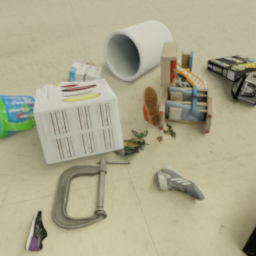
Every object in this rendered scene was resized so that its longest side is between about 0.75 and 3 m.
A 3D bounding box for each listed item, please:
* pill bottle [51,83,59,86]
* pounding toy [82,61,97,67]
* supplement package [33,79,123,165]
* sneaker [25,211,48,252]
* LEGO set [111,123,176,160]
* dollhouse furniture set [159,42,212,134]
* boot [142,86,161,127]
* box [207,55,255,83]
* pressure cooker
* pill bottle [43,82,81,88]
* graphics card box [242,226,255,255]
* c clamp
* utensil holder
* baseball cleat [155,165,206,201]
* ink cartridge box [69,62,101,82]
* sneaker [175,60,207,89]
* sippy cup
[{"bbox_3d":[-3.189,-1.818,13.567,1.048,0.599,0.599,9,42,10],"label":"pill bottle"},{"bbox_3d":[-1.965,-3.224,14.891,1.045,0.918,0.478,7,35,8],"label":"pounding toy"},{"bbox_3d":[-1.870,-0.381,10.423,2.734,2.010,2.614,-11,27,-12],"label":"supplement package"},{"bbox_3d":[-2.599,3.037,8.242,0.522,0.451,1.192,7,48,-6],"label":"sneaker"},{"bbox_3d":[0.578,0.624,10.558,2.542,0.720,1.651,-8,27,17],"label":"LEGO set"},{"bbox_3d":[2.370,-1.575,11.326,2.112,2.997,2.100,4,44,11],"label":"dollhouse furniture set"},{"bbox_3d":[0.754,-0.852,10.696,0.578,1.541,0.826,-19,21,-20],"label":"boot"},{"bbox_3d":[5.704,-3.142,14.662,2.078,0.633,2.579,-11,28,-13],"label":"box"},{"bbox_3d":[5.535,-1.759,13.027,1.377,1.230,1.211,26,58,21],"label":"pressure cooker"},{"bbox_3d":[-2.572,-1.400,12.552,2.281,1.304,1.304,0,41,1],"label":"pill bottle"},{"bbox_3d":[4.297,2.509,7.893,2.519,1.580,0.641,-33,51,-31],"label":"graphics card box"},{"bbox_3d":[-1.224,2.049,9.326,2.453,0.389,2.872,3,41,3],"label":"c clamp"},{"bbox_3d":[0.620,-4.168,14.773,2.515,2.515,2.960,29,44,29],"label":"utensil holder"},{"bbox_3d":[1.644,1.980,9.331,0.969,0.635,1.822,-30,40,-22],"label":"baseball cleat"},{"bbox_3d":[-2.179,-2.730,14.245,1.448,0.606,1.050,11,40,-1],"label":"ink cartridge box"},{"bbox_3d":[2.809,-2.261,13.632,2.608,1.007,1.021,41,42,4],"label":"sneaker"},{"bbox_3d":[-4.622,-0.608,11.444,1.664,1.783,2.271,-14,69,-37],"label":"sippy cup"}]
